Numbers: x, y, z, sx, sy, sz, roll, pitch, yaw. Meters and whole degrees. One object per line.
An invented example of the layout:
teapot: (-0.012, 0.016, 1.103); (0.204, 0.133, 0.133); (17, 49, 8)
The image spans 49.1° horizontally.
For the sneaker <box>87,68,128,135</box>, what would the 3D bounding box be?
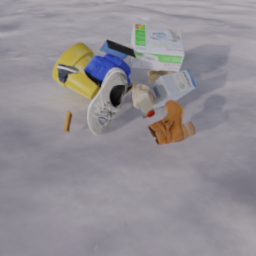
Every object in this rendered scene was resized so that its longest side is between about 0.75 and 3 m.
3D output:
sneaker: (-0.763, -0.799, 10.027); (0.980, 2.623, 1.076); (10, 26, -24)

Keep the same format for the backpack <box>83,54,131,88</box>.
backpack: (-0.834, -2.245, 11.452); (1.691, 1.374, 1.419); (30, 81, 39)

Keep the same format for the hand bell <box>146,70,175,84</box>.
hand bell: (1.261, -1.926, 13.445); (1.500, 1.500, 2.880); (9, 49, 13)

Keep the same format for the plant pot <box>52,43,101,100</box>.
plant pot: (-2.022, -2.456, 12.950); (2.027, 2.154, 2.154); (41, 44, 5)

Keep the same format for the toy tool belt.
toy tool belt: (0.538, -1.064, 10.232); (0.926, 1.482, 0.911); (-29, 60, 5)

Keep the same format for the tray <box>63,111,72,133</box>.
tray: (-2.278, -0.217, 10.567); (0.140, 0.372, 0.755); (7, 73, 5)

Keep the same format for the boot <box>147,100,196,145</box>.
boot: (1.264, -0.217, 9.396); (1.367, 0.651, 1.766); (-17, 46, -14)

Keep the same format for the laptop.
laptop: (-0.456, -3.097, 11.710); (1.217, 0.753, 1.300); (14, 34, -21)

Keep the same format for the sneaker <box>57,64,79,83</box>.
sneaker: (-2.280, -2.004, 10.654); (0.949, 0.686, 0.361); (18, 29, 21)

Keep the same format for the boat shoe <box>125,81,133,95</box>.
boat shoe: (-0.479, -1.433, 12.107); (0.620, 1.692, 0.530); (19, 31, -49)

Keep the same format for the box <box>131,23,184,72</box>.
box: (1.281, -3.685, 12.944); (2.243, 1.085, 1.979); (5, 55, -5)

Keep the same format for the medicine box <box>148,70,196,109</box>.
medicine box: (1.642, -1.554, 11.641); (1.698, 1.546, 0.874); (-20, 82, -36)
